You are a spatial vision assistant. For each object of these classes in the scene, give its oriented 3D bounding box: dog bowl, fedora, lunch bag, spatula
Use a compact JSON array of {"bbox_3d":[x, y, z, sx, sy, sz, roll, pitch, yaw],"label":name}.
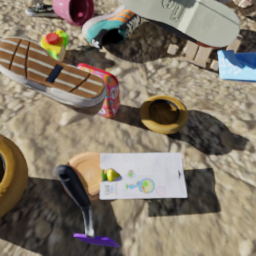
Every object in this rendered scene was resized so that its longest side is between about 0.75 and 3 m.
[{"bbox_3d":[2.964,-1.233,5.795,1.389,0.618,2.492,0,11,-30],"label":"dog bowl"},{"bbox_3d":[0.975,-0.281,7.787,1.433,0.584,1.433,-1,50,1],"label":"fedora"},{"bbox_3d":[-0.950,-0.977,7.653,1.395,1.584,0.649,19,64,12],"label":"lunch bag"},{"bbox_3d":[-3.787,1.286,6.289,2.910,1.187,2.910,11,47,-12],"label":"fedora"},{"bbox_3d":[-0.636,1.312,4.202,0.684,2.421,0.249,1,43,13],"label":"spatula"}]

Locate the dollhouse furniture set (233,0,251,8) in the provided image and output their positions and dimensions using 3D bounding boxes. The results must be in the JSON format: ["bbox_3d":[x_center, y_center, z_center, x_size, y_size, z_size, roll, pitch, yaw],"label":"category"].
[{"bbox_3d":[2.823,-3.578,6.848,0.878,0.750,1.694,46,25,-13],"label":"dollhouse furniture set"}]

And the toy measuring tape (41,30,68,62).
[{"bbox_3d":[-2.514,-2.360,9.040,0.827,0.827,2.248,5,60,3],"label":"toy measuring tape"}]

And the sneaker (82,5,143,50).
[{"bbox_3d":[-0.178,-3.511,9.723,2.703,0.965,1.080,-32,69,-14],"label":"sneaker"}]

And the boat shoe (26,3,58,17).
[{"bbox_3d":[-3.251,-4.522,10.613,1.306,0.416,0.462,1,57,1],"label":"boat shoe"}]

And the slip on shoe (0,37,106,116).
[{"bbox_3d":[-1.631,-1.026,5.775,2.547,0.771,0.968,22,61,5],"label":"slip on shoe"}]

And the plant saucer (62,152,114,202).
[{"bbox_3d":[-1.009,1.196,7.058,1.332,0.215,1.332,0,57,0],"label":"plant saucer"}]

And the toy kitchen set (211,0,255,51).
[{"bbox_3d":[3.094,-3.841,9.964,2.860,2.580,2.333,-14,91,30],"label":"toy kitchen set"}]

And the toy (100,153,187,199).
[{"bbox_3d":[0.326,1.216,6.875,2.018,0.476,1.162,2,58,-7],"label":"toy"}]

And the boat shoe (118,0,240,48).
[{"bbox_3d":[0.797,-2.518,5.499,2.984,1.062,0.933,29,23,-2],"label":"boat shoe"}]

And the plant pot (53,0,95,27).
[{"bbox_3d":[-2.045,-4.381,10.126,1.139,1.272,1.272,25,59,32],"label":"plant pot"}]

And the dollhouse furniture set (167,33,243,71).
[{"bbox_3d":[2.288,-2.843,9.217,2.397,1.242,1.061,21,27,6],"label":"dollhouse furniture set"}]
